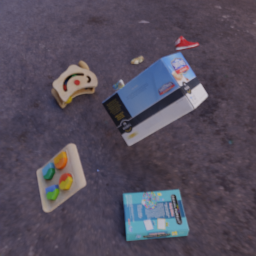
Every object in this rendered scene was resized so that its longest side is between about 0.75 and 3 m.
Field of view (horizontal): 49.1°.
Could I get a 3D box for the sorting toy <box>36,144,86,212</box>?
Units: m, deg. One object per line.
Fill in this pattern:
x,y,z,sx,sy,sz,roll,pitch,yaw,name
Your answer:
-1.524,1.071,6.102,1.206,0.220,1.116,-36,54,19,sorting toy

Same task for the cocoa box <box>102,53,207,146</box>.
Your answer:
0.922,-1.013,9.914,1.894,2.887,1.925,57,35,-1,cocoa box

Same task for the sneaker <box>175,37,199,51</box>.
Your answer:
2.024,-2.981,9.739,0.798,0.461,0.312,-8,8,13,sneaker

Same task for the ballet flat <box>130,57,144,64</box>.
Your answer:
0.586,-4.114,17.164,0.947,0.334,0.309,-33,67,-25,ballet flat

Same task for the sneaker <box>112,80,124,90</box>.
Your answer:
-0.442,-1.852,12.391,0.440,0.837,0.317,-24,86,-8,sneaker

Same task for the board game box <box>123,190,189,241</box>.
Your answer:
0.891,2.990,9.705,2.054,0.482,1.551,-3,44,-3,board game box

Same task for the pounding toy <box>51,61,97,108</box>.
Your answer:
-2.724,-2.136,14.820,1.680,1.686,2.939,38,60,-2,pounding toy
